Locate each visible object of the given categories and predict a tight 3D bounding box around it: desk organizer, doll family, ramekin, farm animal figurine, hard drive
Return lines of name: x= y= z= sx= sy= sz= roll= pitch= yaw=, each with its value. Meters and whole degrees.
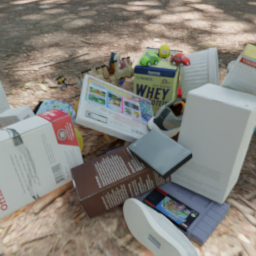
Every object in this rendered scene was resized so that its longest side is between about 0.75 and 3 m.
desk organizer: x=1.619 y=0.141 z=9.974 sx=1.842 sy=0.709 sz=0.661 roll=27 pitch=45 yaw=32
doll family: x=-3.066 y=-2.125 z=13.070 sx=0.517 sy=0.894 sz=0.351 roll=-32 pitch=74 yaw=-8
ramekin: x=2.928 y=-1.877 z=11.291 sx=1.322 sy=2.518 sz=2.518 roll=-2 pitch=33 yaw=20
farm animal figurine: x=-0.871 y=-2.077 z=12.064 sx=2.457 sy=1.296 sz=2.485 roll=-19 pitch=10 yaw=-14
hard drive: x=0.806 y=0.627 z=7.294 sx=0.990 sy=0.233 sz=1.419 roll=-34 pitch=42 yaw=-20

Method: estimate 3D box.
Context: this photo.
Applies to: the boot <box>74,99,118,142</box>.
boot: x=-1.184 y=-0.466 z=10.764 sx=2.113 sy=1.039 sz=2.952 roll=2 pitch=33 yaw=14

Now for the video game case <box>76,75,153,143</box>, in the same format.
video game case: x=-0.316 y=-0.563 z=9.219 sx=2.640 sy=0.313 sz=2.403 roll=20 pitch=37 yaw=-18

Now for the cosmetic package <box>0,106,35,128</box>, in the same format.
cosmetic package: x=-3.590 y=-0.213 z=9.140 sx=1.498 sy=0.760 sz=0.534 roll=-2 pitch=35 yaw=42

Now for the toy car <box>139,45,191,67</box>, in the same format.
toy car: x=1.187 y=-2.601 z=10.180 sx=1.657 sy=0.393 sz=1.761 roll=-16 pitch=38 yaw=-22

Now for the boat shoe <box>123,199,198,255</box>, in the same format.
boat shoe: x=0.742 y=2.455 z=6.771 sx=0.757 sy=0.796 sz=2.210 roll=5 pitch=15 yaw=-42

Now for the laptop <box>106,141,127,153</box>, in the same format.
laptop: x=0.305 y=0.594 z=9.197 sx=1.366 sy=0.846 sz=1.459 roll=27 pitch=84 yaw=32

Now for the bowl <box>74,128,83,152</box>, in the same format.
bowl: x=-2.060 y=0.347 z=9.358 sx=1.228 sy=0.661 sz=1.228 roll=12 pitch=50 yaw=-15

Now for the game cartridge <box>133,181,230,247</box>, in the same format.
game cartridge: x=1.382 y=2.019 z=7.644 sx=2.288 sy=0.439 sz=1.483 roll=28 pitch=39 yaw=33

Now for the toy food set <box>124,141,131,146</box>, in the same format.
toy food set: x=0.303 y=0.799 z=9.124 sx=0.860 sy=0.260 sz=0.617 roll=8 pitch=54 yaw=-10

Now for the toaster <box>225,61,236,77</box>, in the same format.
toaster: x=5.211 y=-1.796 z=11.930 sx=1.885 sy=1.658 sz=2.918 roll=4 pitch=40 yaw=9

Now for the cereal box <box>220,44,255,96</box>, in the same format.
cereal box: x=3.372 y=-1.243 z=7.361 sx=1.432 sy=1.990 sz=0.393 roll=24 pitch=72 yaw=7

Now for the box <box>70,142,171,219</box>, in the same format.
box: x=-0.203 y=1.308 z=7.737 sx=2.510 sy=0.940 sz=1.257 roll=-21 pitch=38 yaw=-10

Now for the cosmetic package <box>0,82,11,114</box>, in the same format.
cosmetic package: x=-5.591 y=-1.012 z=10.494 sx=1.500 sy=1.803 sz=1.509 roll=15 pitch=37 yaw=36

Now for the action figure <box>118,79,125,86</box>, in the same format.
action figure: x=-0.280 y=-1.818 z=12.006 sx=0.564 sy=1.140 sz=0.372 roll=23 pitch=24 yaw=-52

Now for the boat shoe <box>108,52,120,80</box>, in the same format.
boat shoe: x=-0.781 y=-2.898 z=13.535 sx=0.474 sy=1.534 sz=0.574 roll=33 pitch=42 yaw=25

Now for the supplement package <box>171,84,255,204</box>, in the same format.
supplement package: x=2.388 y=0.341 z=7.691 sx=1.610 sy=2.656 sz=1.591 roll=22 pitch=27 yaw=29

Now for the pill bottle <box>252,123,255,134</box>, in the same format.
pill bottle: x=3.847 y=0.158 z=9.403 sx=0.560 sy=0.560 sz=1.011 roll=32 pitch=86 yaw=37

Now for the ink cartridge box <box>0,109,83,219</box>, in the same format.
ink cartridge box: x=-2.772 y=0.879 z=7.716 sx=2.707 sy=1.987 sz=1.122 roll=-26 pitch=28 yaw=-31

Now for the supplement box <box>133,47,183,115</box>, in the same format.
supplement box: x=1.205 y=-1.753 z=11.302 sx=1.518 sy=2.259 sz=2.262 roll=9 pitch=36 yaw=12

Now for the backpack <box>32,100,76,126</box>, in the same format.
backpack: x=-2.735 y=-0.422 z=10.430 sx=1.572 sy=1.209 sz=1.283 roll=22 pitch=49 yaw=-4

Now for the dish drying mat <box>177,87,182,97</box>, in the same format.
dish drying mat: x=3.195 y=-1.493 z=12.739 sx=1.989 sy=0.181 sz=0.764 roll=17 pitch=41 yaw=21

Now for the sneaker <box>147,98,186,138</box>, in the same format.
sneaker: x=1.871 y=-0.505 z=9.454 sx=1.040 sy=1.116 sz=2.815 roll=44 pitch=41 yaw=21
